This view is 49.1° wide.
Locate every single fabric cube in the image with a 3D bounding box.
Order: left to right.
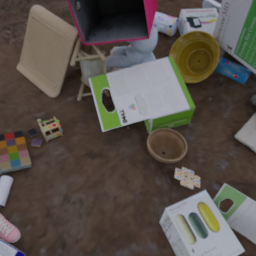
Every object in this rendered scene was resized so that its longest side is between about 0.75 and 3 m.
[{"bbox_3d":[-0.373,-3.836,7.969,2.074,2.035,2.067,-1,45,15],"label":"fabric cube"}]

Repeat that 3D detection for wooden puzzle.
[{"bbox_3d":[-3.594,0.728,8.090,2.240,0.157,1.328,-12,51,-23],"label":"wooden puzzle"},{"bbox_3d":[-2.770,-2.594,9.558,2.245,2.427,0.452,37,26,22],"label":"wooden puzzle"}]

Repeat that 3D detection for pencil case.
[{"bbox_3d":[1.164,-4.296,11.352,1.734,0.721,0.786,26,39,17],"label":"pencil case"}]

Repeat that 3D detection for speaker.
[{"bbox_3d":[-3.378,1.710,7.539,0.329,0.329,0.810,3,56,2],"label":"speaker"}]

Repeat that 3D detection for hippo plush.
[{"bbox_3d":[0.187,-2.547,9.431,1.934,1.952,2.428,-30,61,-19],"label":"hippo plush"}]

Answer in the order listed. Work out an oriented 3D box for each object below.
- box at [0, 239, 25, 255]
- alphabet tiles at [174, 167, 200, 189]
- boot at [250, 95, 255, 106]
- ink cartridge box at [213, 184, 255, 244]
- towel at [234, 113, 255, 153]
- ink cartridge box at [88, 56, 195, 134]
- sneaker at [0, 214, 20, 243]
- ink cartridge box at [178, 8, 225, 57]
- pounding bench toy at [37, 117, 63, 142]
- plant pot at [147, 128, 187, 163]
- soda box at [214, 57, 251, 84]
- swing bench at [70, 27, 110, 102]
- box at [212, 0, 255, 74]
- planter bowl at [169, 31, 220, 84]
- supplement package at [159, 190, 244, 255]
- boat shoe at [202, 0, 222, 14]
[{"bbox_3d":[-3.299,3.170,6.301,1.275,0.727,1.386,23,60,14],"label":"box"},{"bbox_3d":[1.625,1.379,7.708,0.737,0.055,0.753,20,31,2],"label":"alphabet tiles"},{"bbox_3d":[4.599,-0.514,8.800,1.224,0.489,1.347,-8,41,-3],"label":"boot"},{"bbox_3d":[3.080,2.120,6.486,2.192,1.595,0.526,34,56,21],"label":"ink cartridge box"},{"bbox_3d":[3.987,0.152,8.637,0.911,0.237,1.375,39,61,24],"label":"towel"},{"bbox_3d":[0.369,-0.875,8.758,2.761,1.046,2.040,-15,64,-4],"label":"ink cartridge box"},{"bbox_3d":[-3.159,2.420,6.932,1.051,0.549,0.396,31,59,18],"label":"sneaker"},{"bbox_3d":[2.853,-3.724,10.907,1.460,0.830,2.003,-4,56,-3],"label":"ink cartridge box"},{"bbox_3d":[-2.408,-0.066,8.644,0.586,0.467,0.751,-24,59,-18],"label":"pounding bench toy"},{"bbox_3d":[1.075,0.609,8.110,1.156,0.534,1.156,5,49,-6],"label":"plant pot"},{"bbox_3d":[3.717,-2.067,10.043,1.201,0.407,0.385,33,62,20],"label":"soda box"},{"bbox_3d":[-1.329,-2.141,9.292,1.138,1.744,1.754,-10,57,-6],"label":"swing bench"},{"bbox_3d":[4.509,-3.612,8.539,2.665,2.651,2.282,-27,58,-18],"label":"box"},{"bbox_3d":[2.392,-2.411,9.861,1.799,0.749,1.799,0,89,32],"label":"planter bowl"},{"bbox_3d":[1.616,2.497,6.508,1.130,1.122,1.489,-20,58,-15],"label":"supplement package"},{"bbox_3d":[4.078,-4.903,11.831,0.703,0.742,2.121,-29,53,-16],"label":"boat shoe"}]
